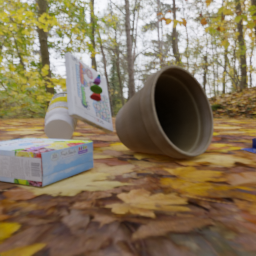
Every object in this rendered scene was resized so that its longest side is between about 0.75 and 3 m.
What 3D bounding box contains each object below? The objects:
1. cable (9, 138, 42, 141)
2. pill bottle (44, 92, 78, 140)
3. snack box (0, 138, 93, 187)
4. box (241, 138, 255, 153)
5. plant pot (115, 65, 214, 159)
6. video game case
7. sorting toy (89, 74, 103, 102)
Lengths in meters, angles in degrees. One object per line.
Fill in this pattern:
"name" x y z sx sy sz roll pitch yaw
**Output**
"cable" -3.629 0.579 10.328 2.262 0.575 1.846 -2 4 -19
"pill bottle" -2.378 -0.403 10.129 1.148 1.148 2.009 0 32 -5
"snack box" -2.299 0.719 6.738 2.281 0.772 1.924 0 4 24
"box" 5.877 0.655 10.059 2.998 0.486 1.816 -2 4 -7
"plant pot" 0.988 -0.288 9.516 2.941 2.941 2.552 -3 -11 -41
"video game case" -1.368 -1.181 9.954 0.286 2.414 2.197 -22 -26 25
"sorting toy" -0.960 -1.290 8.795 0.413 0.410 1.192 16 -26 -2
